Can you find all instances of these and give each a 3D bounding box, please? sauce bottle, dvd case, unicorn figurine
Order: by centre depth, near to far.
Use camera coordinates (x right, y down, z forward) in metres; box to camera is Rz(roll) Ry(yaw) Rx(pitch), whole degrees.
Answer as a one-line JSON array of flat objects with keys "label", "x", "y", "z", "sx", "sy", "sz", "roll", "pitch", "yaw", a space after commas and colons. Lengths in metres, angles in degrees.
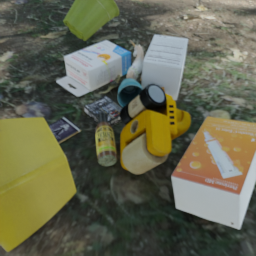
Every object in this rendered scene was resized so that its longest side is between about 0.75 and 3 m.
[{"label": "sauce bottle", "x": -0.725, "y": 0.278, "z": 8.548, "sx": 0.585, "sy": 0.585, "sz": 1.808, "roll": -7, "pitch": 51, "yaw": -8}, {"label": "dvd case", "x": -2.252, "y": 0.112, "z": 9.146, "sx": 0.855, "sy": 0.092, "sz": 1.150, "roll": 35, "pitch": 49, "yaw": 26}, {"label": "unicorn figurine", "x": 0.300, "y": -2.340, "z": 11.003, "sx": 0.733, "sy": 1.363, "sz": 1.984, "roll": 6, "pitch": 43, "yaw": 2}]

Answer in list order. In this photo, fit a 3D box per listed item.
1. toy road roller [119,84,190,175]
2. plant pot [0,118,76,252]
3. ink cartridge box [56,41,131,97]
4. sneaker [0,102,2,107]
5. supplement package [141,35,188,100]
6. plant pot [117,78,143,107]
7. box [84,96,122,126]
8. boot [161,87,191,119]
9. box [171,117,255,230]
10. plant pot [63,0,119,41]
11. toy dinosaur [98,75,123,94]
[{"label": "toy road roller", "x": 0.869, "y": 0.116, "z": 8.058, "sx": 1.820, "sy": 1.532, "sz": 2.493, "roll": 18, "pitch": 56, "yaw": -26}, {"label": "plant pot", "x": -2.443, "y": 1.035, "z": 6.426, "sx": 1.941, "sy": 2.201, "sz": 2.201, "roll": -24, "pitch": 52, "yaw": -19}, {"label": "ink cartridge box", "x": -1.438, "y": -2.512, "z": 11.517, "sx": 2.838, "sy": 0.963, "sz": 1.634, "roll": -33, "pitch": 51, "yaw": -31}, {"label": "sneaker", "x": -4.769, "y": -0.945, "z": 9.911, "sx": 0.384, "sy": 0.939, "sz": 0.362, "roll": 38, "pitch": 92, "yaw": 9}, {"label": "supplement package", "x": 1.453, "y": -2.441, "z": 11.056, "sx": 1.451, "sy": 1.446, "sz": 2.474, "roll": 11, "pitch": 44, "yaw": 9}, {"label": "plant pot", "x": 0.082, "y": -1.274, "z": 9.802, "sx": 0.947, "sy": 0.947, "sz": 0.890, "roll": -3, "pitch": 35, "yaw": -3}, {"label": "box", "x": -0.799, "y": -0.564, "z": 9.828, "sx": 0.990, "sy": 0.312, "sz": 1.255, "roll": -30, "pitch": 50, "yaw": -29}, {"label": "boot", "x": 1.334, "y": -0.765, "z": 9.731, "sx": 1.450, "sy": 0.527, "sz": 1.540, "roll": -11, "pitch": 56, "yaw": 4}, {"label": "box", "x": 2.369, "y": 0.978, "z": 7.125, "sx": 1.571, "sy": 1.231, "sz": 2.526, "roll": 11, "pitch": 42, "yaw": 32}, {"label": "plant pot", "x": -1.969, "y": -5.509, "z": 13.632, "sx": 2.251, "sy": 2.251, "sz": 2.137, "roll": 37, "pitch": 86, "yaw": 34}, {"label": "toy dinosaur", "x": -0.536, "y": -1.709, "z": 10.954, "sx": 0.656, "sy": 0.354, "sz": 1.490, "roll": -18, "pitch": 21, "yaw": 41}]
